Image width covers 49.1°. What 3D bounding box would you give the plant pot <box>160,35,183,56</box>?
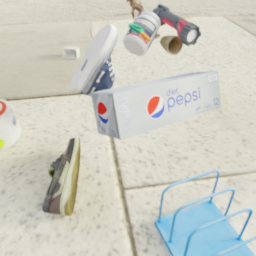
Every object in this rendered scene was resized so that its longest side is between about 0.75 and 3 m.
[{"bbox_3d":[1.678,-3.434,11.383,0.779,0.779,0.832,-19,37,-22],"label":"plant pot"}]

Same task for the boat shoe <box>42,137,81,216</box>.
[{"bbox_3d":[-2.087,1.398,8.994,0.983,1.069,2.991,3,43,-4],"label":"boat shoe"}]

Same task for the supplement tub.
[{"bbox_3d":[0.559,-3.791,11.277,1.079,1.079,1.538,21,71,24],"label":"supplement tub"}]

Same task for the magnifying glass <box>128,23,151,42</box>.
[{"bbox_3d":[0.419,-3.347,9.785,0.546,0.154,1.371,4,38,-32],"label":"magnifying glass"}]

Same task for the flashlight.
[{"bbox_3d":[1.816,-4.054,11.091,0.820,0.823,2.422,-43,49,1],"label":"flashlight"}]

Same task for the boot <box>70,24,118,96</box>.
[{"bbox_3d":[-0.834,-2.132,9.445,1.222,2.704,0.984,16,43,-33],"label":"boot"}]

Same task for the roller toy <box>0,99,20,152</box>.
[{"bbox_3d":[-5.232,-0.150,10.574,2.149,1.502,1.961,17,42,20],"label":"roller toy"}]

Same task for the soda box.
[{"bbox_3d":[0.713,-0.600,6.251,2.922,0.927,0.997,-17,15,-30],"label":"soda box"}]

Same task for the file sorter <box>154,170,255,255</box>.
[{"bbox_3d":[2.157,2.698,6.845,1.945,1.719,2.803,-15,41,-17],"label":"file sorter"}]

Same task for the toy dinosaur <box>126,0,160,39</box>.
[{"bbox_3d":[0.634,-4.708,12.508,1.519,2.241,0.962,25,42,31],"label":"toy dinosaur"}]

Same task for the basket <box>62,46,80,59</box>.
[{"bbox_3d":[-3.387,-4.537,16.805,0.919,0.623,0.567,9,35,11],"label":"basket"}]
